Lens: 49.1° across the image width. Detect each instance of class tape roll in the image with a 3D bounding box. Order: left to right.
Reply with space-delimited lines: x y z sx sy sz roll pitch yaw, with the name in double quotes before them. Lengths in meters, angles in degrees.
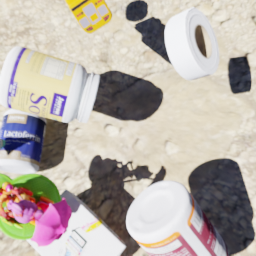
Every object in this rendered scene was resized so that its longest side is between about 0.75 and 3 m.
"tape roll" 1.452 -1.840 6.232 0.524 1.499 1.499 -12 62 43

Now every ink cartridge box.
"ink cartridge box" -1.370 3.101 7.754 2.199 1.619 1.591 40 74 13

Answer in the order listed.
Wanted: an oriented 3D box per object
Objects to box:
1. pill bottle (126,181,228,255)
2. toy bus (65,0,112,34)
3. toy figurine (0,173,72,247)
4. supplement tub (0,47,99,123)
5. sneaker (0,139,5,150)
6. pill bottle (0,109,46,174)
"pill bottle" 1.252 2.551 6.165 1.493 1.493 2.615 -42 112 -14
"toy bus" -1.124 -3.328 7.186 0.806 0.970 2.477 -32 37 8
"toy figurine" -2.039 1.680 5.836 2.075 1.910 1.558 35 68 -27
"supplement tub" -2.006 -1.048 7.336 2.227 1.619 1.619 15 70 -12
"sneaker" -3.865 0.445 7.447 0.511 0.435 1.121 37 32 28
"pill bottle" -3.383 0.197 8.973 1.362 1.362 2.354 2 69 1
